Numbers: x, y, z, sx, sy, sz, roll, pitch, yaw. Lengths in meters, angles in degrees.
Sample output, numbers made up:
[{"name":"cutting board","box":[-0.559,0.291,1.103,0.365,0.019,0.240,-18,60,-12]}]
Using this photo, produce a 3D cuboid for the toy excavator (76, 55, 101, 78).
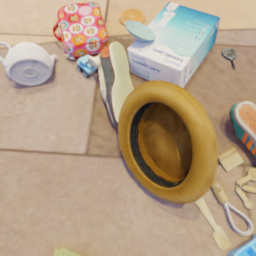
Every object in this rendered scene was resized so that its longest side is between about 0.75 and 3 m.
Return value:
[{"name":"toy excavator","box":[-1.221,-2.013,8.741,0.505,1.010,0.983,-40,70,-18]}]

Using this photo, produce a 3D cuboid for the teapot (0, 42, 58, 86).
[{"name":"teapot","box":[-3.072,-2.087,8.569,1.463,1.483,1.083,-18,64,5]}]

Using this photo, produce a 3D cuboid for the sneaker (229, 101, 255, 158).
[{"name":"sneaker","box":[3.596,0.292,7.732,0.821,0.920,2.302,-31,90,2]}]

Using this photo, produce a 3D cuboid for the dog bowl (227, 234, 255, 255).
[{"name":"dog bowl","box":[3.033,3.042,6.497,1.613,0.400,0.899,-29,60,-10]}]

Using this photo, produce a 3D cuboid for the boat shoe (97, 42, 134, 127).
[{"name":"boat shoe","box":[-0.432,-1.241,8.452,0.869,0.989,2.777,-23,67,37]}]

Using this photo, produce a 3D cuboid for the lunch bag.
[{"name":"lunch bag","box":[-1.649,-3.303,9.484,1.769,0.823,2.008,-11,64,-6]}]

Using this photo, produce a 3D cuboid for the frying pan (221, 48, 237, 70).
[{"name":"frying pan","box":[3.385,-2.368,9.422,0.545,0.147,0.902,14,61,6]}]

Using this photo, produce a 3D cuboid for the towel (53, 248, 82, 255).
[{"name":"towel","box":[-1.143,3.556,6.384,1.618,0.295,1.200,17,64,9]}]

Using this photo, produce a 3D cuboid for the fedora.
[{"name":"fedora","box":[1.044,0.286,6.711,1.224,3.001,3.001,-24,63,-43]}]

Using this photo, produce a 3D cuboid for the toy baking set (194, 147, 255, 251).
[{"name":"toy baking set","box":[2.526,1.670,7.283,1.973,0.299,2.571,32,69,14]}]

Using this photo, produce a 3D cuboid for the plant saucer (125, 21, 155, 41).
[{"name":"plant saucer","box":[0.328,-2.811,8.256,0.991,0.191,0.991,17,41,-15]}]

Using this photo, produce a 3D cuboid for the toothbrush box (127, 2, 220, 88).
[{"name":"toothbrush box","box":[1.452,-2.607,8.885,1.863,1.085,2.545,27,65,21]}]

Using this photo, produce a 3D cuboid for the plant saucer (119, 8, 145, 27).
[{"name":"plant saucer","box":[0.150,-4.040,10.233,0.961,0.155,0.961,0,63,-1]}]
